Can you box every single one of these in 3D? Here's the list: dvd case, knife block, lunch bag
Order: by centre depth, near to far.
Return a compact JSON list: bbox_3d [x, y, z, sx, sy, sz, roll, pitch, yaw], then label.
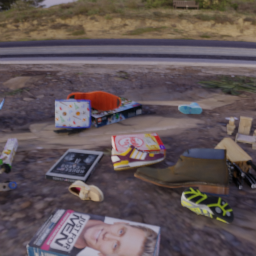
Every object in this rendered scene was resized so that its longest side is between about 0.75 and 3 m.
[{"bbox_3d":[3.829,1.218,9.609,1.884,0.687,2.146,18,30,34],"label":"knife block"},{"bbox_3d":[-1.835,1.320,9.952,1.419,0.234,1.888,5,24,13],"label":"dvd case"},{"bbox_3d":[-2.490,-0.656,12.969,1.558,1.325,0.965,1,8,7],"label":"lunch bag"}]

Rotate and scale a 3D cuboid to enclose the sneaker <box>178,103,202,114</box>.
[{"bbox_3d":[3.297,-1.095,15.129,1.241,0.494,0.810,10,26,-2],"label":"sneaker"}]

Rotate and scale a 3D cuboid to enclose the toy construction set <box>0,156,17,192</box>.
[{"bbox_3d":[-4.365,1.536,8.233,1.717,1.432,1.320,12,37,31],"label":"toy construction set"}]

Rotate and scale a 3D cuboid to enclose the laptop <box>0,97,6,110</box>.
[{"bbox_3d":[-6.964,-0.677,13.481,2.010,1.038,1.781,-6,24,-14],"label":"laptop"}]

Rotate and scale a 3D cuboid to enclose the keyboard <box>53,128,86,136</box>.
[{"bbox_3d":[-2.586,0.194,12.568,1.405,0.278,0.731,-9,12,-30],"label":"keyboard"}]

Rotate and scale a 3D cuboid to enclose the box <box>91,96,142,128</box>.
[{"bbox_3d":[-1.008,-0.898,14.567,2.939,0.554,2.007,-19,30,-36],"label":"box"}]

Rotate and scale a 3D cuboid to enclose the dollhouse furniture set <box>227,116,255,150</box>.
[{"bbox_3d":[4.871,0.139,11.950,1.354,0.775,1.588,10,26,22],"label":"dollhouse furniture set"}]

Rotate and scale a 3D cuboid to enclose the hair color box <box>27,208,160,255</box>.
[{"bbox_3d":[-0.695,2.666,6.203,2.628,0.795,1.314,6,25,14],"label":"hair color box"}]

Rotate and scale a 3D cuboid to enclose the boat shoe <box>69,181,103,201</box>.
[{"bbox_3d":[-1.268,1.939,8.293,1.258,0.464,0.435,8,21,40],"label":"boat shoe"}]

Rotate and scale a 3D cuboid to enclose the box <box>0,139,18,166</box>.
[{"bbox_3d":[-4.546,0.917,10.726,0.327,0.350,1.690,-4,23,-11],"label":"box"}]

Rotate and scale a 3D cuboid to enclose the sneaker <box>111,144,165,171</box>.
[{"bbox_3d":[0.363,0.938,9.810,1.892,0.852,0.709,-8,-12,-19],"label":"sneaker"}]

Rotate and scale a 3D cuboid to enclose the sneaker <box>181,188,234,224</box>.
[{"bbox_3d":[2.155,2.160,7.666,1.479,0.565,0.558,27,48,10],"label":"sneaker"}]

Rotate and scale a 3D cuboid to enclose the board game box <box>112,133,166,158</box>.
[{"bbox_3d":[0.367,0.742,10.988,1.891,0.438,1.432,-4,24,-8],"label":"board game box"}]

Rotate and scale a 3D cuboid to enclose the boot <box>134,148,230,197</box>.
[{"bbox_3d":[1.638,1.160,8.550,2.836,1.374,1.059,7,-4,14],"label":"boot"}]

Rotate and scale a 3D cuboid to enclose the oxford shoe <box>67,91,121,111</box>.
[{"bbox_3d":[-1.620,-1.428,13.954,2.647,0.942,0.960,7,15,6],"label":"oxford shoe"}]
